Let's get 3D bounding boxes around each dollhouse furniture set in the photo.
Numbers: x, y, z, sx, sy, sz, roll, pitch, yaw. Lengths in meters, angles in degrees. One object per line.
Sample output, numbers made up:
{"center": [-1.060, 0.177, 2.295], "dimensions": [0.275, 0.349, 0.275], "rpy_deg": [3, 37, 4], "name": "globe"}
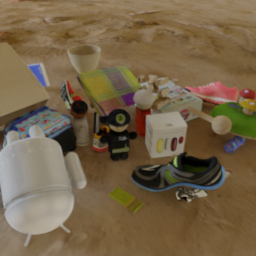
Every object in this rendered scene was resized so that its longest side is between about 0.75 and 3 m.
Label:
{"center": [1.090, -1.423, 10.621], "dimensions": [1.148, 1.250, 0.813], "rpy_deg": [14, 37, 41], "name": "dollhouse furniture set"}

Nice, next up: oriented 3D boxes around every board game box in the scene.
{"center": [1.545, -1.153, 12.077], "dimensions": [1.950, 0.850, 2.643], "rpy_deg": [-19, 38, -23], "name": "board game box"}

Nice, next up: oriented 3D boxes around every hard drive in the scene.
{"center": [-4.377, -2.479, 13.328], "dimensions": [1.604, 1.058, 0.203], "rpy_deg": [7, 28, 45], "name": "hard drive"}

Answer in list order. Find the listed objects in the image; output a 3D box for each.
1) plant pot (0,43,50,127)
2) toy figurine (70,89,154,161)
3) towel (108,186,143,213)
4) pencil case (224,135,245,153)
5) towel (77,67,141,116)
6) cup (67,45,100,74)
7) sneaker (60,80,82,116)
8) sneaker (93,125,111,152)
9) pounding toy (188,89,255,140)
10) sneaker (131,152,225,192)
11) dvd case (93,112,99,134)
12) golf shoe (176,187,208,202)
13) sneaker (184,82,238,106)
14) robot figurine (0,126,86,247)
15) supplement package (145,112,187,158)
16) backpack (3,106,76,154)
{"center": [-4.708, -1.388, 9.942], "dimensions": [2.695, 2.389, 2.698], "rpy_deg": [-26, 3, -25], "name": "plant pot"}
{"center": [-0.585, -0.430, 10.145], "dimensions": [2.662, 1.881, 2.704], "rpy_deg": [20, 40, 26], "name": "toy figurine"}
{"center": [-0.072, 2.070, 8.146], "dimensions": [1.009, 0.091, 0.434], "rpy_deg": [26, 42, 32], "name": "towel"}
{"center": [3.837, 0.571, 10.049], "dimensions": [0.925, 0.361, 0.402], "rpy_deg": [-28, 73, -35], "name": "pencil case"}
{"center": [-0.550, -1.497, 10.690], "dimensions": [2.627, 0.299, 1.887], "rpy_deg": [-24, 74, -43], "name": "towel"}
{"center": [-2.343, -3.652, 15.286], "dimensions": [1.744, 1.247, 1.744], "rpy_deg": [0, 36, 0], "name": "cup"}
{"center": [-2.365, -1.268, 12.032], "dimensions": [0.725, 0.657, 1.707], "rpy_deg": [-15, 76, -38], "name": "sneaker"}
{"center": [-0.658, 0.174, 10.306], "dimensions": [0.673, 0.710, 1.729], "rpy_deg": [18, 38, 23], "name": "sneaker"}
{"center": [3.998, -0.690, 10.231], "dimensions": [2.849, 1.322, 2.199], "rpy_deg": [2, 28, -23], "name": "pounding toy"}
{"center": [1.358, 1.182, 8.050], "dimensions": [2.670, 1.106, 0.946], "rpy_deg": [-6, 35, 23], "name": "sneaker"}
{"center": [-1.183, -0.191, 10.377], "dimensions": [0.093, 0.755, 1.059], "rpy_deg": [3, 1, -1], "name": "dvd case"}
{"center": [1.844, 1.979, 8.127], "dimensions": [0.922, 0.358, 0.436], "rpy_deg": [2, 51, 7], "name": "golf shoe"}
{"center": [3.637, -1.587, 12.289], "dimensions": [2.333, 1.012, 0.860], "rpy_deg": [17, 1, 14], "name": "sneaker"}
{"center": [-2.401, 1.420, 7.268], "dimensions": [2.493, 1.660, 2.940], "rpy_deg": [-18, 64, -10], "name": "robot figurine"}
{"center": [1.276, 0.242, 9.742], "dimensions": [1.192, 1.246, 0.917], "rpy_deg": [-7, 36, -8], "name": "supplement package"}
{"center": [-3.202, 0.193, 9.592], "dimensions": [2.277, 1.532, 2.079], "rpy_deg": [26, 43, 33], "name": "backpack"}
